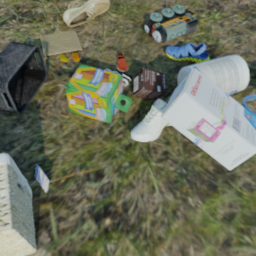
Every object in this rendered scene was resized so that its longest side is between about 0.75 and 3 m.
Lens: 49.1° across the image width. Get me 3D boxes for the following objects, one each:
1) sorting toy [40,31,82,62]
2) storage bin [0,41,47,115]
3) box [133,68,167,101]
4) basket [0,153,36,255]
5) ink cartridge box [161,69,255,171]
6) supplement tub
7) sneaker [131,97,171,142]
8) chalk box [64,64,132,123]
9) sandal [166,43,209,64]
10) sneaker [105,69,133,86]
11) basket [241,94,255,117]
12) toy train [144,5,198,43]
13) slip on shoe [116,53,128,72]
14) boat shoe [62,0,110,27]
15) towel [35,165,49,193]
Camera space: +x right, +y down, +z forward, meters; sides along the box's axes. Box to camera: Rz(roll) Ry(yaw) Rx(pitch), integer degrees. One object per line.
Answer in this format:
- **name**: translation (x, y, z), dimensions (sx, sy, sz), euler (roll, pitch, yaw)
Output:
- **sorting toy**: translation (-3.054, -3.708, 13.007), dimensions (1.749, 0.314, 2.347), euler (-11, 52, -14)
- **storage bin**: translation (-4.251, -1.921, 10.639), dimensions (1.151, 1.660, 2.456), euler (13, 52, 10)
- **box**: translation (0.812, -1.610, 10.512), dimensions (1.006, 0.826, 0.834), euler (8, 71, -24)
- **basket**: translation (-3.674, 2.227, 6.828), dimensions (2.447, 2.425, 1.968), euler (-16, 57, -14)
- **ink cartridge box**: translation (2.581, -0.345, 8.722), dimensions (2.730, 1.156, 1.973), euler (39, 38, -4)
- **supplement tub**: translation (3.197, -1.821, 10.670), dimensions (2.279, 1.503, 1.503), euler (-16, 53, -13)
- **sneaker**: translation (0.942, -0.415, 9.688), dimensions (2.313, 1.149, 0.901), euler (-35, 44, -28)
- **chalk box**: translation (-0.970, -1.180, 10.220), dimensions (2.170, 1.345, 1.355), euler (15, 53, 10)
- **sandal**: translation (2.657, -3.413, 12.392), dimensions (1.961, 0.854, 0.779), euler (9, 53, 9)
- **sneaker**: translation (-0.355, -2.216, 11.720), dimensions (1.185, 0.433, 0.663), euler (33, 54, 15)
- **basket**: translation (5.653, -0.477, 9.241), dimensions (2.894, 2.013, 2.552), euler (-14, 49, -5)
- **toy train**: translation (2.113, -4.990, 13.577), dimensions (2.622, 1.117, 1.494), euler (-27, 65, -20)
- **slip on shoe**: translation (-0.278, -2.835, 12.225), dimensions (0.436, 0.360, 1.177), euler (-7, 53, -8)
- **boat shoe**: translation (-2.027, -5.871, 14.379), dimensions (2.590, 0.934, 0.841), euler (-25, 61, -13)
- **towel**: translation (-2.643, 1.542, 8.541), dimensions (0.090, 0.553, 0.753), euler (-16, 47, -41)
